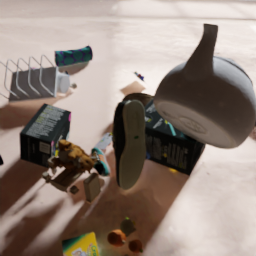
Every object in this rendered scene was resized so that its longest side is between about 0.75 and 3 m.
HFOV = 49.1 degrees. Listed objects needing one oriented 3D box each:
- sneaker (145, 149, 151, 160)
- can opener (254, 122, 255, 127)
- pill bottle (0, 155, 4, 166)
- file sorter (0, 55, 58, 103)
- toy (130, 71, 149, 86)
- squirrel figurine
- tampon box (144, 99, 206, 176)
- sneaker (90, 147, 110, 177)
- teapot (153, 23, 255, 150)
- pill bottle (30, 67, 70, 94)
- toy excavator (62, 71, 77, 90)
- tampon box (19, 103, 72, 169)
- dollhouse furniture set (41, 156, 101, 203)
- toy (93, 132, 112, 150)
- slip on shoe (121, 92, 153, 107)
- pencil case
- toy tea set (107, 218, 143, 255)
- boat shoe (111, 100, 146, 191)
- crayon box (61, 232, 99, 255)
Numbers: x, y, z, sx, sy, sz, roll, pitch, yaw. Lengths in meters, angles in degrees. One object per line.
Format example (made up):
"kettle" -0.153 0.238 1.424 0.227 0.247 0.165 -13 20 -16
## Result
"sneaker" 0.205 0.971 9.420 1.284 0.475 0.528 -9 28 43
"can opener" 5.580 -0.179 10.892 0.604 0.757 2.263 -22 43 -26
"pill bottle" -4.957 1.249 8.843 1.772 0.991 0.991 -28 46 -33
"file sorter" -4.383 -2.136 12.050 2.234 1.391 1.550 -5 71 10
"toy" 0.617 -2.574 14.051 0.631 0.259 1.095 21 19 -41
"squirrel figurine" -1.478 0.914 8.469 1.128 0.855 1.208 19 7 15
"tampon box" 1.446 0.261 9.738 2.300 1.452 1.724 20 42 24
"sneaker" -0.975 1.087 9.139 0.402 0.450 1.125 -39 63 16
"teapot" 2.249 -0.884 7.498 2.869 2.906 2.123 34 81 -7
"pill bottle" -3.815 -2.218 13.283 1.904 1.079 1.079 12 39 15
"toy excavator" -3.012 -2.270 13.850 0.537 1.075 1.045 -35 5 -35
"tampon box" -2.817 0.251 9.727 1.105 1.312 1.751 18 41 2
"dollhouse furniture set" -1.839 1.647 8.540 1.783 0.789 0.924 18 39 27
"toy" -0.804 0.541 10.325 0.572 0.235 0.993 -1 37 35
"slip on shoe" 0.967 -0.741 11.269 2.875 1.093 0.871 23 6 18
"pencil case" -3.093 -4.082 15.832 2.142 0.911 0.990 -14 73 -20
"toy tea set" 0.051 3.039 6.953 0.863 0.537 1.451 -32 58 12
"boat shoe" -0.055 0.527 8.745 0.995 2.770 0.936 -2 6 -40
"crayon box" -1.067 3.286 6.655 0.833 0.409 1.403 -11 39 -13
